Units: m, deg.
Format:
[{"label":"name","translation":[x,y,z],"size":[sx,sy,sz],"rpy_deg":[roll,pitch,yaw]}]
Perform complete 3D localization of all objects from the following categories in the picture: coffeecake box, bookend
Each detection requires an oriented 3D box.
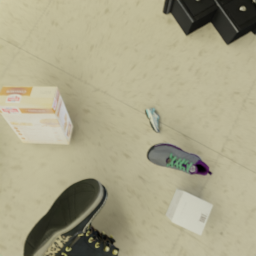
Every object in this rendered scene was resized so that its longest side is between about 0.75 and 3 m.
[{"label":"coffeecake box","translation":[-2.494,-0.295,7.781],"size":[1.462,1.904,0.696],"rpy_deg":[2,58,4]},{"label":"bookend","translation":[2.727,-3.584,8.784],"size":[2.374,1.094,2.359],"rpy_deg":[-30,82,-4]}]

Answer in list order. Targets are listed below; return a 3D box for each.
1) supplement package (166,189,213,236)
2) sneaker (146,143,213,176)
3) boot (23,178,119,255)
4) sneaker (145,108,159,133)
[{"label":"supplement package","translation":[1.668,2.305,7.823],"size":[0.856,1.136,0.862],"rpy_deg":[25,82,4]},{"label":"sneaker","translation":[1.382,0.862,7.350],"size":[1.787,0.782,0.665],"rpy_deg":[13,100,-24]},{"label":"boot","translation":[-0.959,2.539,6.951],"size":[2.162,1.033,2.862],"rpy_deg":[32,113,-32]},{"label":"sneaker","translation":[0.828,-0.246,8.652],"size":[0.356,0.320,0.825],"rpy_deg":[-21,82,-6]}]
